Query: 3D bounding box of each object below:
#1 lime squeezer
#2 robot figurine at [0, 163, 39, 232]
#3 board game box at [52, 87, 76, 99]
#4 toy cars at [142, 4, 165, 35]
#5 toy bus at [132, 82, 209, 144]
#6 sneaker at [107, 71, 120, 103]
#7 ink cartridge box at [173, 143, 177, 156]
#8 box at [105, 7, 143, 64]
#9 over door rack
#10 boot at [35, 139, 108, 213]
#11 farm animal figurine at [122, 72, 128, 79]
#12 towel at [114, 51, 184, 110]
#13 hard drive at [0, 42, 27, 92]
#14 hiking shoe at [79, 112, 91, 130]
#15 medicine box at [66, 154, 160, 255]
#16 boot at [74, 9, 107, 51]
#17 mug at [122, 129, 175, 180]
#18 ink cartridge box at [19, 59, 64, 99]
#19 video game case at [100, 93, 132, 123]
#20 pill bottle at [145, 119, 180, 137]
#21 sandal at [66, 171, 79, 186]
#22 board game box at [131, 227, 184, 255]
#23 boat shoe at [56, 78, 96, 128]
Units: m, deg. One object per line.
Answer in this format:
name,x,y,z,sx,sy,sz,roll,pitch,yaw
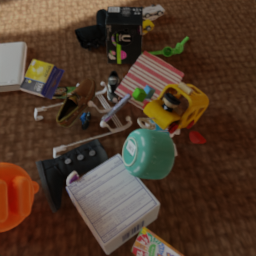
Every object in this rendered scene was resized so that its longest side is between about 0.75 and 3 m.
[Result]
lime squeezer,1.867,-3.587,12.535,2.503,0.472,0.884,-23,58,-15
robot figurine,-3.637,1.727,7.297,2.906,1.694,2.090,-6,34,44
board game box,-2.506,-1.406,11.179,1.050,0.123,0.550,1,52,0
toy cars,0.793,-5.129,13.566,1.265,0.625,2.821,22,54,12
toy bus,1.610,-0.802,9.303,2.540,1.391,2.692,22,28,-18
sneaker,-0.589,-1.667,11.012,0.491,0.668,1.477,-3,54,2
ink cartridge box,0.914,0.813,9.174,1.093,0.456,0.794,-24,22,-15
box,-0.147,-3.827,11.735,1.490,2.006,1.247,2,54,1
over door rack,-1.662,-0.434,9.956,2.976,0.991,2.199,-24,57,-16
boot,-1.607,1.433,8.842,2.209,0.725,1.821,-18,58,-17
farm animal figurine,0.252,-1.848,11.306,0.994,0.500,0.803,3,69,-6
towel,0.895,-1.746,11.075,1.957,0.400,2.675,31,59,3
hard drive,-5.324,-2.615,11.898,1.771,0.353,2.686,-7,54,-5
hiking shoe,-1.609,-0.236,10.261,0.362,0.311,0.836,1,44,10
medicine box,-0.442,2.130,8.063,1.852,1.047,2.034,-31,59,-20
boot,-1.604,-4.617,13.074,1.804,0.815,2.202,-21,61,-14
mug,0.389,0.763,7.852,1.028,1.663,1.366,10,64,-29
ink cartridge box,-3.384,-1.920,10.989,1.347,0.317,1.332,16,75,14
video game case,-0.434,-0.671,9.855,1.399,0.999,0.133,-43,100,6
pill bottle,1.193,0.025,9.819,1.179,0.653,0.653,1,54,-1
sandal,-1.612,1.596,8.348,0.273,1.109,0.451,41,73,11
board game box,0.822,3.181,6.882,1.500,0.225,0.716,28,98,25
boat shoe,-1.765,-0.918,9.734,0.734,0.693,2.040,26,81,13
